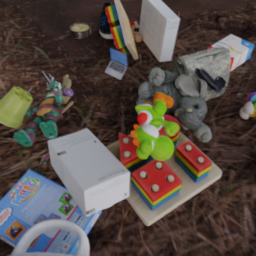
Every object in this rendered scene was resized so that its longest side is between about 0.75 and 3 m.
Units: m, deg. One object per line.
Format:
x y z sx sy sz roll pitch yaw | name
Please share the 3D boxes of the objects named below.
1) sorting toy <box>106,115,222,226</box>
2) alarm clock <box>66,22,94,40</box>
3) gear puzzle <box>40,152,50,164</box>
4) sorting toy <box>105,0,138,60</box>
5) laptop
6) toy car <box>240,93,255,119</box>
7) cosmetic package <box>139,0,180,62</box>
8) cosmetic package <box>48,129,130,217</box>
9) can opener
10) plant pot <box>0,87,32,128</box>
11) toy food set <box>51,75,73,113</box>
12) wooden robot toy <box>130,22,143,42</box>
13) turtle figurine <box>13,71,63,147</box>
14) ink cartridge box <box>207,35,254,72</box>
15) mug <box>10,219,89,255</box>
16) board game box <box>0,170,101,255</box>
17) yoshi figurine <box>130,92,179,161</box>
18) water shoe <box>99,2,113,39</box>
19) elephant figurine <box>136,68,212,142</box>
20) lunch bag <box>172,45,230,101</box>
0.911 0.916 8.631 2.893 1.007 2.875 -27 53 -22 | sorting toy
-2.326 -5.025 14.356 1.055 0.520 1.564 30 56 25 | alarm clock
-2.275 0.759 9.067 0.164 0.650 1.255 46 51 6 | gear puzzle
-0.286 -4.058 11.940 0.693 1.992 1.980 -15 82 10 | sorting toy
-0.549 -2.718 11.911 0.926 0.573 0.989 30 92 26 | laptop
4.473 -0.823 9.853 0.969 1.107 0.830 -8 73 4 | toy car
1.335 -4.652 12.981 0.692 2.019 2.678 -10 48 -18 | cosmetic package
-1.179 1.157 8.002 1.408 1.012 2.495 -20 37 -30 | cosmetic package
2.854 -1.688 9.899 0.490 1.547 0.608 13 81 56 | can opener
-3.554 -0.714 8.776 0.969 1.054 1.054 -47 51 17 | plant pot
-2.661 -1.276 10.777 1.202 0.298 1.892 -40 42 12 | toy food set
0.308 -4.566 13.796 0.907 0.881 2.000 27 53 9 | wooden robot toy
-2.762 -0.665 9.214 2.036 1.369 2.719 -33 37 22 | turtle figurine
4.416 -3.274 12.608 2.205 0.741 1.281 -34 56 -26 | ink cartridge box
-1.805 3.304 5.697 2.594 2.184 2.958 1 48 15 | mug
-2.319 2.432 7.623 2.561 0.469 1.937 22 51 19 | board game box
0.816 0.092 7.804 1.236 1.240 2.207 1 43 15 | yoshi figurine
-1.081 -5.599 14.507 0.954 1.053 2.668 -8 48 -7 | water shoe
1.899 -0.811 9.753 2.881 2.039 2.235 26 81 20 | elephant figurine
2.812 -2.116 10.837 2.157 1.809 1.503 -17 50 -15 | lunch bag
